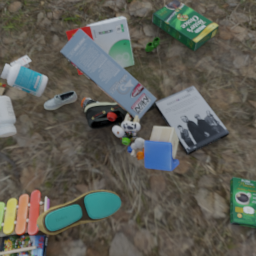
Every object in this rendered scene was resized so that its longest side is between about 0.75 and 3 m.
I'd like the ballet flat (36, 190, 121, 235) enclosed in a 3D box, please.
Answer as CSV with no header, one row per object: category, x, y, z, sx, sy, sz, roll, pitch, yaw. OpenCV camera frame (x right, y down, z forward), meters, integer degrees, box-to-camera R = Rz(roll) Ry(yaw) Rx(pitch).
ballet flat,-1.181,1.994,6.807,2.158,0.680,0.741,-3,74,-39

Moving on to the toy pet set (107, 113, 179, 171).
toy pet set,0.413,0.651,7.728,1.925,2.062,1.095,4,58,26

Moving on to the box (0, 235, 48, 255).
box,-3.317,4.407,8.626,1.370,0.378,2.007,-1,60,-1

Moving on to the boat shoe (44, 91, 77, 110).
boat shoe,-2.859,-1.205,11.730,1.431,0.509,0.499,-21,63,-12

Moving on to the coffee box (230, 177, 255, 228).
coffee box,4.053,2.570,9.682,0.983,0.352,1.599,8,61,4

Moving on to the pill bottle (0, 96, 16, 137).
pill bottle,-3.936,-0.339,8.827,0.674,0.674,1.178,-17,83,-9

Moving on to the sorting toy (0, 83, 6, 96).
sorting toy,-5.597,-1.573,12.149,0.418,0.147,0.868,8,61,4

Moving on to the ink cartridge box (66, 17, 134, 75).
ink cartridge box,-1.030,-3.084,10.833,2.271,1.827,0.569,-18,32,-9

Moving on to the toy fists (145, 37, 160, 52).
toy fists,1.167,-3.920,13.318,0.872,0.445,0.300,-41,79,-20

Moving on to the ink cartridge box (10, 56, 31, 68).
ink cartridge box,-4.874,-2.906,12.825,0.835,0.283,0.481,-36,66,-18

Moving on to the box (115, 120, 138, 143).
box,-0.080,0.127,11.154,0.684,0.211,0.857,-18,62,-12

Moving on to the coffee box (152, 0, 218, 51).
coffee box,2.807,-5.156,13.898,1.747,0.625,2.841,-38,67,-19

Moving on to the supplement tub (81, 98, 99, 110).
supplement tub,-1.483,-0.898,11.553,0.843,0.517,0.517,24,63,12

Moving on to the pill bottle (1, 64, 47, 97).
pill bottle,-3.706,-1.733,9.988,1.460,0.809,0.809,22,56,-27

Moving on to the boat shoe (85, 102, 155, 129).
boat shoe,-0.232,-0.589,10.997,2.851,1.043,0.893,-12,55,-11

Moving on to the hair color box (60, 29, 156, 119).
hair color box,-0.634,-1.601,8.766,2.996,1.483,0.908,40,92,-14

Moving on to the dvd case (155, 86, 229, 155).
dvd case,2.531,-0.380,11.375,1.940,0.319,2.581,-24,63,-12

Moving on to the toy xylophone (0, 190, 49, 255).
toy xylophone,-3.703,3.099,9.036,2.477,0.622,1.813,-14,46,-10
